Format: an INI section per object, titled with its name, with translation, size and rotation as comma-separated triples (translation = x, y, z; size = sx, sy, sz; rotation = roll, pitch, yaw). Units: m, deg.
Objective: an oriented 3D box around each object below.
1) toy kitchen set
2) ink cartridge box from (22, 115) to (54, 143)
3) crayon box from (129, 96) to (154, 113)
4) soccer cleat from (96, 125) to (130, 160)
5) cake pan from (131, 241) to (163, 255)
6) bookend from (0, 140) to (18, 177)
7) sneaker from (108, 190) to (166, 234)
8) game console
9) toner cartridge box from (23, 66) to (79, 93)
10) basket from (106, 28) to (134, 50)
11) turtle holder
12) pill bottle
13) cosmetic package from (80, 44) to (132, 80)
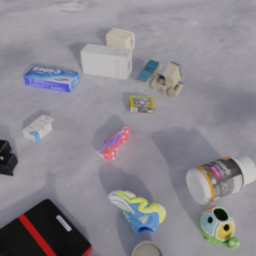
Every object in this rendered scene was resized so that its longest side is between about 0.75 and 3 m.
[toy kitchen set]
translation = 1.365, -2.418, 11.697
size = 2.049, 1.642, 1.207
rotation = 27, 74, 27
[ink cartridge box]
translation = -3.206, 0.015, 10.147
size = 0.598, 0.353, 1.040
rotation = 21, 45, 22
[crayon box]
translation = 0.534, -0.951, 11.266
size = 0.952, 0.278, 0.822
rotation = 3, 38, -3
[soccer cleat]
translation = -0.450, 0.406, 9.573
size = 0.633, 0.552, 1.654
rotation = 18, 48, 17
[cake pan]
translation = 0.444, 3.074, 6.566
size = 0.785, 0.144, 0.785
rotation = 3, 69, -9
[bookend]
translation = -4.026, 0.868, 8.980
size = 1.161, 0.535, 1.154
rotation = 8, 46, 9
[sneaker]
translation = 0.113, 2.241, 7.402
size = 1.655, 0.627, 0.869
rotation = 11, 50, 22
[game console]
translation = -2.209, 2.896, 6.934
size = 1.843, 0.323, 2.083
rotation = -30, 50, -34
[toner cartridge box]
translation = -3.437, -2.217, 12.604
size = 2.228, 0.481, 1.058
rotation = 10, 42, 12
[basket]
translation = -0.444, -4.697, 15.144
size = 1.369, 0.928, 0.845
rotation = 22, 50, 23
[turtle holder]
translation = 2.255, 2.477, 7.005
size = 0.835, 0.780, 1.099
rotation = 4, 41, 4
[pill bottle]
translation = 2.667, 1.418, 8.011
size = 1.800, 1.047, 1.047
rotation = -16, 44, -18
[cosmetic package]
translation = -1.001, -3.098, 13.091
size = 2.210, 1.189, 0.937
rotation = 12, 43, 12
